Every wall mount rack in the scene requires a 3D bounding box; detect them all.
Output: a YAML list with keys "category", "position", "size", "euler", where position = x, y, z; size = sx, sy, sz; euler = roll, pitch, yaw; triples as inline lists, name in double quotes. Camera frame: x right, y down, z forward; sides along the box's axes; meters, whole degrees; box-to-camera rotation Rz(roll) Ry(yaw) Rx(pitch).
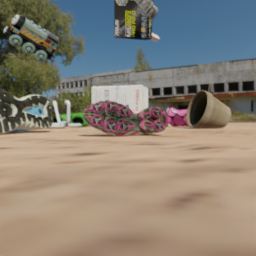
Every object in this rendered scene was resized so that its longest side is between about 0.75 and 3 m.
- category: "wall mount rack"
  position: [-3.149, -0.518, 9.729]
  size: [2.868, 1.069, 2.492]
  euler: [0, 1, -26]

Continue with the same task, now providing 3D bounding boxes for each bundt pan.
- category: "bundt pan"
  position: [0.495, -3.475, 7.874]
  size: [0.345, 0.920, 0.920]
  euler: [-41, -14, 18]

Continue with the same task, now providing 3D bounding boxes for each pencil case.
- category: "pencil case"
  position: [2.437, -0.446, 10.936]
  size: [1.912, 0.896, 0.868]
  euler: [-1, 41, 43]

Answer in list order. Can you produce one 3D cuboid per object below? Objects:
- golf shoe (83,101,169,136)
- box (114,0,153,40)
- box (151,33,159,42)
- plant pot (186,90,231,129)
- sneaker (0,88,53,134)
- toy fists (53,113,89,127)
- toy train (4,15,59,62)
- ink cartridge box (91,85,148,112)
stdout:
- category: "golf shoe"
  position: [-0.078, -0.088, 4.727]
  size: [1.466, 0.532, 0.675]
  euler: [7, -15, -23]
- category: "box"
  position: [0.158, -3.652, 8.958]
  size: [1.251, 1.561, 0.346]
  euler: [13, 26, 24]
- category: "box"
  position: [0.856, -3.673, 11.142]
  size: [0.993, 0.206, 0.192]
  euler: [5, -30, -46]
- category: "plant pot"
  position: [2.677, -0.481, 9.115]
  size: [1.081, 1.246, 1.246]
  euler: [15, -3, -14]
- category: "sneaker"
  position: [-2.618, -0.198, 5.546]
  size: [1.082, 0.943, 2.406]
  euler: [-16, -12, 24]
- category: "toy fists"
  position: [-2.280, -0.316, 11.536]
  size: [1.719, 0.591, 0.876]
  euler: [-1, 0, 20]
- category: "toy train"
  position: [-3.631, -3.410, 10.701]
  size: [1.997, 1.138, 0.851]
  euler: [28, 23, -37]
- category: "ink cartridge box"
  position: [-0.427, -1.181, 15.276]
  size: [2.918, 2.120, 1.277]
  euler: [0, 1, 18]
